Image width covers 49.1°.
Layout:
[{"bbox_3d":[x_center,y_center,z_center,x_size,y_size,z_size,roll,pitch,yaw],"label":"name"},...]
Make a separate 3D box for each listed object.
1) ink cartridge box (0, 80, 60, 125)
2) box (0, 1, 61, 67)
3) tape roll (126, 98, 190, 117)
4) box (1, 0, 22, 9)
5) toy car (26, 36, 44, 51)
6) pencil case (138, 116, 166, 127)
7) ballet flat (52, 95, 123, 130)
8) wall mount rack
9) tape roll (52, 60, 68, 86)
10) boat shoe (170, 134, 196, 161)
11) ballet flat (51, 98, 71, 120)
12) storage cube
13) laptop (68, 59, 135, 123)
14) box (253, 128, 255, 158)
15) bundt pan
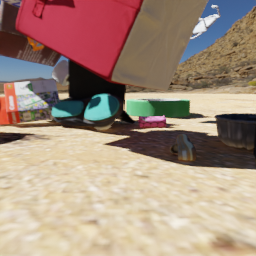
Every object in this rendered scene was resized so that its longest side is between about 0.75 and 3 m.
[{"bbox_3d":[-3.732,-0.888,9.687,2.605,0.656,1.419,-8,53,-20],"label":"ink cartridge box"},{"bbox_3d":[-3.335,-3.451,9.764,2.148,1.764,1.782,8,-15,-29],"label":"box"},{"bbox_3d":[1.408,-1.006,13.256,2.995,0.720,2.995,1,9,0],"label":"tape roll"},{"bbox_3d":[-2.896,-3.844,7.311,0.933,1.017,2.902,-1,-7,43],"label":"box"},{"bbox_3d":[-2.392,-2.712,8.563,0.467,0.688,1.403,-2,8,45],"label":"toy car"},{"bbox_3d":[0.796,-0.217,9.109,0.916,0.415,0.429,-3,-27,-3],"label":"pencil case"},{"bbox_3d":[-1.112,-0.433,8.723,2.955,1.079,1.079,0,7,38],"label":"ballet flat"},{"bbox_3d":[2.378,-3.816,10.018,1.491,0.640,1.717,10,48,48],"label":"wall mount rack"},{"bbox_3d":[-2.407,-2.080,10.613,0.569,0.828,0.828,38,14,4],"label":"tape roll"},{"bbox_3d":[1.008,0.367,5.458,0.403,0.379,1.058,-12,8,2],"label":"boat shoe"},{"bbox_3d":[-2.382,-0.809,11.434,2.730,1.014,1.014,-5,10,-44],"label":"ballet flat"},{"bbox_3d":[-0.236,-2.528,6.003,2.688,2.556,2.990,32,18,24],"label":"storage cube"},{"bbox_3d":[-0.811,-1.185,9.354,2.031,1.183,2.291,15,-10,19],"label":"laptop"},{"bbox_3d":[2.787,0.324,4.729,1.093,0.625,1.201,4,10,17],"label":"box"},{"bbox_3d":[2.833,0.077,6.260,1.778,0.667,1.778,0,8,0],"label":"bundt pan"}]
